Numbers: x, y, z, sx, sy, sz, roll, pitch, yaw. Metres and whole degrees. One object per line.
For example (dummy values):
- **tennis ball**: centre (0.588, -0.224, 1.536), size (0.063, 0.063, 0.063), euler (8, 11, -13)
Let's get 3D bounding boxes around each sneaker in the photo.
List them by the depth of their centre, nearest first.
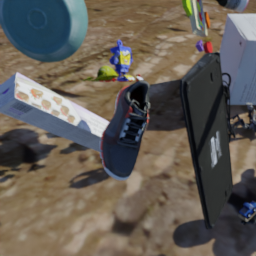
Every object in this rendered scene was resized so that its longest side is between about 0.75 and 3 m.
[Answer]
- **sneaker**: centre (-0.001, -0.039, 4.432), size (0.654, 0.695, 1.696), euler (15, 68, -18)
- **sneaker**: centre (2.541, -3.767, 7.334), size (0.778, 0.656, 1.779), euler (3, 62, -15)

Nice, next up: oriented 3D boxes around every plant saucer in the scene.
- **plant saucer**: centre (-2.538, -3.142, 8.033), size (2.705, 2.705, 0.486), euler (3, 30, 4)

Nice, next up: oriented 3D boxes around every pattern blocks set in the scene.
- **pattern blocks set**: centre (1.776, -2.956, 7.281), size (0.173, 2.133, 1.875), euler (-10, -11, 32)

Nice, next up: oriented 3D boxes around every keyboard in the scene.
- **keyboard**: centre (1.228, 0.222, 4.495), size (0.543, 2.742, 1.427), euler (12, 40, 39)

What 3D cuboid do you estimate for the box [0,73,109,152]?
- **box**: centre (-1.119, -0.146, 5.078), size (0.519, 2.503, 0.484), euler (-25, 58, 27)

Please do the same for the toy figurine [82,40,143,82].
- **toy figurine**: centre (-0.333, -1.565, 6.541), size (0.840, 0.954, 1.593), euler (3, 8, 35)

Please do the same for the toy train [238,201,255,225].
- **toy train**: centre (2.622, 1.247, 5.262), size (1.479, 0.339, 0.252), euler (-42, 14, -8)

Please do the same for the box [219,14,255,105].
- **box**: centre (4.288, -2.433, 9.892), size (1.600, 2.435, 2.448), euler (1, 41, 1)

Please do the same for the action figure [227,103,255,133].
- **action figure**: centre (3.774, -0.270, 8.678), size (1.556, 0.794, 0.925), euler (-4, 30, -2)
